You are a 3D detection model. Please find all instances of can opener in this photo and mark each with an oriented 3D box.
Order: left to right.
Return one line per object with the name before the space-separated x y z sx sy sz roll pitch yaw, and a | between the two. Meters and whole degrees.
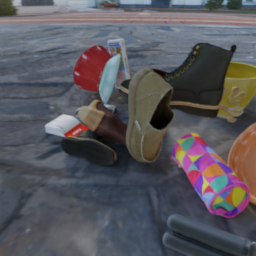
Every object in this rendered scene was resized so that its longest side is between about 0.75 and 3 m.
can opener | 1.845 2.124 4.777 2.427 0.647 0.812 14 -2 26

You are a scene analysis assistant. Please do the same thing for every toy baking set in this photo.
toy baking set | 2.993 -0.657 8.632 1.177 1.533 0.178 -7 41 5

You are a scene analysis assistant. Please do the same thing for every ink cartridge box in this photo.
ink cartridge box | -1.923 -0.045 9.082 1.179 0.336 0.958 8 28 25

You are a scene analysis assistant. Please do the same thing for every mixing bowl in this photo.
mixing bowl | -1.142 -2.195 11.293 1.056 1.949 1.949 36 42 26

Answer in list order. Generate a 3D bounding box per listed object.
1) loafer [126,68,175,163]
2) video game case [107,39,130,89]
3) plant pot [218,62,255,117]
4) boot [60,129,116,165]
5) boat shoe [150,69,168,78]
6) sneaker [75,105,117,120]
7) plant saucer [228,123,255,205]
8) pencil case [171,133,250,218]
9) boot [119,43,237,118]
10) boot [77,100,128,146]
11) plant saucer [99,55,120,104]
loafer | 0.532 -0.067 6.533 0.879 2.608 0.992 28 52 34
video game case | -0.359 -2.625 11.766 0.187 2.077 1.487 -17 20 -19
plant pot | 3.520 -1.342 10.114 2.266 1.609 2.266 1 28 0
boot | -0.856 0.404 7.879 1.726 0.669 1.194 17 27 27
boat shoe | 2.061 -1.928 11.988 2.659 0.935 0.936 16 26 25
sneaker | -1.183 -0.569 9.916 1.469 0.551 0.637 -6 21 -29
plant saucer | 3.494 0.743 6.188 2.467 0.462 2.467 -26 38 23
pencil case | 1.773 1.008 6.400 0.987 0.987 2.233 -6 26 -11
boot | 1.210 -1.417 7.077 2.657 1.838 1.029 9 24 -8
boot | -0.471 -0.023 8.416 1.882 0.819 2.263 32 8 0
plant saucer | -0.549 -1.322 7.464 0.263 1.367 1.367 14 25 -13
